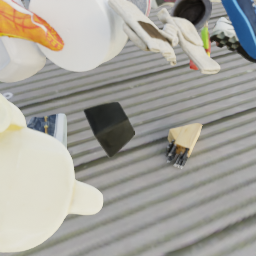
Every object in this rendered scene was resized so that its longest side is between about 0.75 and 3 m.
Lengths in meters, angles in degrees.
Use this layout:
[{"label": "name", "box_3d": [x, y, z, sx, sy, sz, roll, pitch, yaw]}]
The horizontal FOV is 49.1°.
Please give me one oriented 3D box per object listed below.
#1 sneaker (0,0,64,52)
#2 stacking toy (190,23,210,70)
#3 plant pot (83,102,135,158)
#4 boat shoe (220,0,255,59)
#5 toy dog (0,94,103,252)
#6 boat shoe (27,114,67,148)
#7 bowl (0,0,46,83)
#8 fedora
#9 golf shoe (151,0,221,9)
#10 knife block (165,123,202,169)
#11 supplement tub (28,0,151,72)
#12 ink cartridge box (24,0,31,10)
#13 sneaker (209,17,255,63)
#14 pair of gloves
[{"label": "sneaker", "box_3d": [-2.051, -1.923, 5.336, 1.979, 0.722, 0.763, 34, 97, 12]}, {"label": "stacking toy", "box_3d": [1.887, -2.223, 7.485, 0.515, 1.104, 1.219, -3, 46, 20]}, {"label": "plant pot", "box_3d": [-0.349, -0.047, 5.953, 0.757, 0.854, 0.852, -30, 49, -1]}, {"label": "boat shoe", "box_3d": [2.565, -2.445, 5.892, 0.664, 0.814, 1.934, -22, 89, 0]}, {"label": "toy dog", "box_3d": [-1.944, 0.633, 3.773, 2.717, 2.802, 1.955, 5, 77, -30]}, {"label": "boat shoe", "box_3d": [-2.192, 0.460, 7.441, 1.003, 0.781, 2.209, -5, 40, -5]}, {"label": "bowl", "box_3d": [-3.032, -2.073, 6.734, 1.955, 1.952, 0.730, -12, 17, 42]}, {"label": "fedora", "box_3d": [1.643, -2.956, 7.205, 0.968, 1.095, 0.494, 51, 32, 4]}, {"label": "golf shoe", "box_3d": [1.853, -4.092, 8.487, 2.708, 1.193, 1.045, -2, 47, -28]}, {"label": "knife block", "box_3d": [1.592, 0.500, 7.595, 1.296, 0.415, 1.138, -13, 49, -12]}, {"label": "supplement tub", "box_3d": [-0.744, -2.802, 6.664, 2.071, 2.071, 2.952, 13, 40, 12]}, {"label": "ink cartridge box", "box_3d": [-2.323, -4.189, 7.968, 0.903, 2.108, 1.556, 16, 75, -5]}, {"label": "sneaker", "box_3d": [3.190, -2.406, 7.528, 1.892, 0.701, 0.837, 24, 73, -7]}, {"label": "pair of gloves", "box_3d": [0.769, -1.779, 5.274, 2.045, 0.359, 1.739, 0, 51, -38]}]
